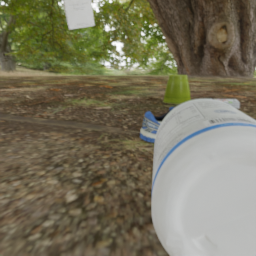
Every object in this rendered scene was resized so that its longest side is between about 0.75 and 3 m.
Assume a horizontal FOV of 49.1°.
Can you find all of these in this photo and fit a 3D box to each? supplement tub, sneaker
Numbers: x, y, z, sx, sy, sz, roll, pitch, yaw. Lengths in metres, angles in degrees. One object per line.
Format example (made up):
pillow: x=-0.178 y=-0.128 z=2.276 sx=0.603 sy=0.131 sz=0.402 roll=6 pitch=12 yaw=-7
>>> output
supplement tub: x=1.079 y=0.515 z=3.502 sx=1.558 sy=1.558 sz=2.361 roll=2 pitch=12 yaw=7
sneaker: x=1.399 y=-0.084 z=7.482 sx=2.152 sy=0.917 sz=0.829 roll=0 pitch=13 yaw=-5

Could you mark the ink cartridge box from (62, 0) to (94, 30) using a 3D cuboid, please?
ink cartridge box: x=-0.967 y=-2.586 z=4.870 sx=0.490 sy=1.457 sz=0.853 roll=-11 pitch=38 yaw=-8

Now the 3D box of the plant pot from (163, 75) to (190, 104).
plant pot: x=2.649 y=-2.114 z=15.045 sx=1.501 sy=1.445 sz=1.501 roll=0 pitch=13 yaw=0

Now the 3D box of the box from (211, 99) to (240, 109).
box: x=4.489 y=-1.185 z=13.552 sx=1.548 sy=0.319 sz=1.207 roll=4 pitch=14 yaw=13
